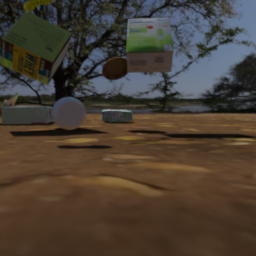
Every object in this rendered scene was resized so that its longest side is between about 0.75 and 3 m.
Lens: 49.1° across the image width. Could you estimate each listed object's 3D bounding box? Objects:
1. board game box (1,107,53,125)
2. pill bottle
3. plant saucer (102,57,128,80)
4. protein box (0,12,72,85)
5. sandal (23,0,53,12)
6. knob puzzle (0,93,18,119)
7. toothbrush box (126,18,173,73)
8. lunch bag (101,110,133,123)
[{"bbox_3d":[-5.199,-0.697,14.860,2.101,0.915,2.848,0,5,-8],"label":"board game box"},{"bbox_3d":[-2.206,-0.536,10.338,1.183,1.183,2.108,-1,5,-17],"label":"pill bottle"},{"bbox_3d":[-0.496,-2.389,11.151,1.177,0.203,1.177,-13,-35,-9],"label":"plant saucer"},{"bbox_3d":[-3.812,-3.314,11.708,2.082,2.097,1.415,24,-39,-9],"label":"protein box"},{"bbox_3d":[-2.911,-4.176,8.987,1.145,0.498,0.455,-31,-16,-25],"label":"sandal"},{"bbox_3d":[-6.488,-0.913,14.254,0.286,2.062,2.062,42,-4,-10],"label":"knob puzzle"},{"bbox_3d":[0.776,-3.097,10.408,1.611,0.952,2.212,0,49,4],"label":"toothbrush box"},{"bbox_3d":[-0.592,-0.659,15.850,1.437,0.691,1.792,5,6,28],"label":"lunch bag"}]
